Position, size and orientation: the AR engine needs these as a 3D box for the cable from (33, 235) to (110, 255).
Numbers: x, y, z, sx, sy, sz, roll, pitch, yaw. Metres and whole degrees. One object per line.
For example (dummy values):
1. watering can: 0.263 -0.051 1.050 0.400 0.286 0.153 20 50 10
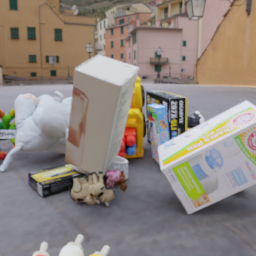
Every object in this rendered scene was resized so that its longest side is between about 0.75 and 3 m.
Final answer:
1. cable: -0.975 2.156 2.880 1.359 0.704 2.797 0 12 2

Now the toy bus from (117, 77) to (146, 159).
1. toy bus: -0.229 -0.190 9.343 1.806 2.661 2.555 -3 25 -3

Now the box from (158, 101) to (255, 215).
1. box: 1.963 0.606 6.049 2.313 1.301 1.172 -28 16 12

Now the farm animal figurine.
1. farm animal figurine: -0.702 1.391 6.241 1.424 0.751 1.440 -12 -12 23

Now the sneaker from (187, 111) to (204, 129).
1. sneaker: 3.090 -0.396 14.237 1.174 0.779 2.063 2 15 -1

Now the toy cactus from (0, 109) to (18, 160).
1. toy cactus: -4.594 0.337 9.788 1.916 2.323 1.188 -26 -37 25

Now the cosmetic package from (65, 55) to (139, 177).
1. cosmetic package: -0.632 -0.255 6.335 1.040 2.384 1.232 21 32 10

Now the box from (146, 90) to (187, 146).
1. box: 1.301 -0.168 10.061 0.664 2.147 2.689 -4 12 -12

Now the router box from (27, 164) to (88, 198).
1. router box: -1.838 1.340 7.405 1.316 0.344 1.035 -10 16 -38

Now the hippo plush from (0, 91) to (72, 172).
1. hippo plush: -2.515 -0.390 8.915 2.395 2.373 2.979 -30 -11 38

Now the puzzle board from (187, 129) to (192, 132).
1. puzzle board: 2.843 0.375 12.120 1.843 0.213 2.446 2 13 7

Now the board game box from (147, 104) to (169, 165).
1. board game box: 0.962 0.208 8.745 0.331 1.810 1.369 -9 9 -7

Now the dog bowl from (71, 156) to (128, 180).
1. dog bowl: -0.729 0.993 7.754 1.589 0.466 1.589 12 1 0
